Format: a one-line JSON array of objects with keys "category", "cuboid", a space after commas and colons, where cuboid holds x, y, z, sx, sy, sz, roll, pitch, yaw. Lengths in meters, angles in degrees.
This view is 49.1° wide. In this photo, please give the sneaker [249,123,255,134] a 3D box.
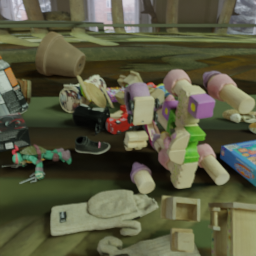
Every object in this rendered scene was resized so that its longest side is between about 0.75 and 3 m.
[{"category": "sneaker", "cuboid": [4.750, 0.020, 9.721, 1.129, 0.427, 0.495, 3, 5, 7]}]

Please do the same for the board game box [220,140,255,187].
[{"category": "board game box", "cuboid": [3.622, 0.968, 7.369, 1.464, 0.433, 1.925, -7, 25, -16]}]

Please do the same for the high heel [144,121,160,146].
[{"category": "high heel", "cuboid": [0.818, 0.157, 8.669, 0.431, 0.614, 1.279, -17, 46, -2]}]

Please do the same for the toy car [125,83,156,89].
[{"category": "toy car", "cuboid": [0.480, -2.179, 14.303, 1.742, 0.388, 1.639, 17, 19, 34]}]

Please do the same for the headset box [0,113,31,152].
[{"category": "headset box", "cuboid": [-4.010, 0.100, 9.083, 1.281, 0.646, 1.723, -12, 26, -26]}]

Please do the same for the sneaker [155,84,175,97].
[{"category": "sneaker", "cuboid": [1.925, -1.699, 12.982, 1.887, 0.714, 0.991, -5, 18, 44]}]

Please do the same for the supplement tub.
[{"category": "supplement tub", "cuboid": [-4.799, -1.486, 10.378, 1.390, 2.268, 1.390, -17, 21, 6]}]

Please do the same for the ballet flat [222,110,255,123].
[{"category": "ballet flat", "cuboid": [4.290, -0.406, 10.519, 1.414, 0.498, 0.461, 1, 38, 12]}]

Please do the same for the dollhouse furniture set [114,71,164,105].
[{"category": "dollhouse furniture set", "cuboid": [0.186, -1.774, 11.447, 1.166, 1.854, 2.097, -43, 40, -14]}]

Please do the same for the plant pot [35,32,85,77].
[{"category": "plant pot", "cuboid": [-3.936, -4.154, 16.989, 2.298, 2.636, 2.636, 23, 28, 7]}]

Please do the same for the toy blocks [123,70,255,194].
[{"category": "toy blocks", "cuboid": [0.974, -0.157, 6.903, 2.841, 2.655, 2.392, -5, 33, -17]}]

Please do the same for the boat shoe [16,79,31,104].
[{"category": "boat shoe", "cuboid": [-4.995, -1.686, 12.624, 0.979, 1.036, 2.881, 3, 8, -28]}]

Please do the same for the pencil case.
[{"category": "pencil case", "cuboid": [-1.915, -1.575, 12.272, 1.011, 1.162, 2.598, 16, 26, 16]}]

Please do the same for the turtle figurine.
[{"category": "turtle figurine", "cuboid": [-2.383, 0.848, 7.311, 1.607, 0.809, 1.203, -8, 24, -30]}]

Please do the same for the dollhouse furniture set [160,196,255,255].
[{"category": "dollhouse furniture set", "cuboid": [1.124, 1.920, 4.107, 1.464, 1.656, 0.920, 8, -16, -7]}]

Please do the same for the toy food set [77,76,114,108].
[{"category": "toy food set", "cuboid": [-1.411, -1.327, 11.479, 1.942, 0.390, 1.341, 15, 44, -61]}]

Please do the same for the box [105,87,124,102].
[{"category": "box", "cuboid": [-0.489, -1.618, 13.445, 1.025, 0.293, 1.498, -7, 25, -15]}]

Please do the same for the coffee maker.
[{"category": "coffee maker", "cuboid": [-1.373, -0.346, 9.961, 1.158, 0.780, 1.113, 9, 26, 21]}]

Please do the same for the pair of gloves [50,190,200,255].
[{"category": "pair of gloves", "cuboid": [-0.213, 1.998, 5.023, 2.223, 0.458, 2.615, -13, 21, -16]}]

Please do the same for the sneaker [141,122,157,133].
[{"category": "sneaker", "cuboid": [0.805, -0.088, 9.926, 0.530, 0.345, 0.918, -1, 23, -8]}]

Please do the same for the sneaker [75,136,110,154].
[{"category": "sneaker", "cuboid": [-1.088, 0.490, 8.246, 1.054, 0.523, 0.373, -1, 55, 5]}]

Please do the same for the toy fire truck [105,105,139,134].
[{"category": "toy fire truck", "cuboid": [-0.260, -0.351, 10.372, 1.800, 0.439, 1.269, -20, 31, -39]}]
